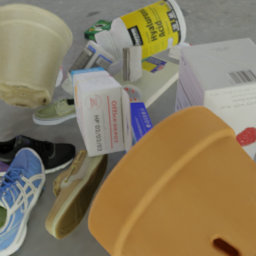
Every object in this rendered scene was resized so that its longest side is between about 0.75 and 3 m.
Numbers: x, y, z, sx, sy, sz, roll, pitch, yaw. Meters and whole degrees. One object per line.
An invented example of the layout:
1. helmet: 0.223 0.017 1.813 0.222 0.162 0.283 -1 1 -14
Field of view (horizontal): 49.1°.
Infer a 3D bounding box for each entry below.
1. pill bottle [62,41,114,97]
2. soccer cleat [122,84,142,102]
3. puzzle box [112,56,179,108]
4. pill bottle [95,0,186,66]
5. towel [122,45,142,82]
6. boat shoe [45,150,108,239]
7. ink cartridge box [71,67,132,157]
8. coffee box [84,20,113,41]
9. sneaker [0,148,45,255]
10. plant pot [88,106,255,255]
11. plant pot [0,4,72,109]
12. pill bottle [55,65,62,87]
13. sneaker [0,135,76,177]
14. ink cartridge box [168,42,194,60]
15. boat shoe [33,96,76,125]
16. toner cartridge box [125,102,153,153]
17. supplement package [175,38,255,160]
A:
1. pill bottle: -1.259 -1.723 8.590 0.939 1.650 0.939 37 13 -10
2. soccer cleat: 0.064 -1.028 7.820 0.518 0.463 1.335 -26 21 -25
3. puzzle box: 0.594 -1.681 9.546 1.661 0.317 2.497 27 50 26
4. pill bottle: 0.382 -3.172 9.634 2.846 1.584 1.584 -24 47 -3
5. towel: 0.161 -1.953 8.431 0.263 1.012 1.527 6 21 16
6. boat shoe: -1.172 1.294 6.028 0.785 0.875 2.364 11 32 14
7. ink cartridge box: -0.717 -0.400 6.724 0.913 1.549 2.691 -10 25 -14
8. coffee box: -1.169 -4.262 12.240 0.918 0.328 1.493 13 45 19
9. sneaker: -2.289 1.352 5.631 0.842 0.857 2.225 -2 56 8
10. plant pot: 1.125 1.421 4.486 2.932 2.932 2.052 -30 56 -28
11. plant pot: -2.925 -1.853 8.165 2.407 2.407 2.203 0 71 1
12. pill bottle: -2.555 -1.880 9.551 0.606 0.606 1.079 -8 44 -8
13. sneaker: -2.315 0.594 6.708 2.071 0.907 0.784 -9 45 -11
14. ink cartridge box: 2.085 -2.916 10.653 0.718 0.406 0.979 26 37 24
15. boat shoe: -1.847 -0.613 8.213 1.918 0.595 0.691 -16 46 -14
16. toner cartridge box: 0.317 0.572 6.299 0.516 1.136 2.391 -3 42 -11
17. supplement package: 2.056 -0.387 6.387 1.598 2.636 1.579 -9 46 -4
